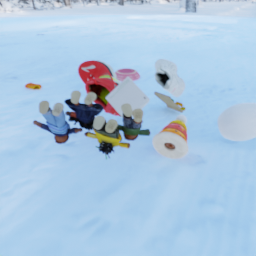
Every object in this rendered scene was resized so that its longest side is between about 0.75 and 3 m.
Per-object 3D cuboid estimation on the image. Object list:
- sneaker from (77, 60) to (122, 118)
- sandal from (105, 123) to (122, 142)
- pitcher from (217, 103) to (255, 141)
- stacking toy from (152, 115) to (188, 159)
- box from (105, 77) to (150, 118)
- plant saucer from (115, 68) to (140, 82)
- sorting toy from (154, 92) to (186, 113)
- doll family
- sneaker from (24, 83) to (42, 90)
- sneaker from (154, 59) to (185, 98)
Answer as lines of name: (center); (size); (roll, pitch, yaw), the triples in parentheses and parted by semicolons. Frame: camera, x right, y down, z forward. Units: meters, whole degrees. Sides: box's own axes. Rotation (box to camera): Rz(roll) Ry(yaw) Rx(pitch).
sneaker: (-0.920, -1.370, 8.729); (1.168, 1.059, 2.750); (3, 34, -46)
sandal: (-0.551, 0.133, 8.493); (0.864, 0.324, 0.195); (43, 6, 4)
pitcher: (3.469, -0.124, 7.616); (1.685, 1.446, 1.022); (-19, 45, 41)
stacking toy: (1.333, 0.097, 7.904); (1.001, 1.001, 1.371); (11, 48, 20)
box: (0.001, -0.736, 7.388); (0.840, 0.844, 0.723); (-43, 0, 4)
plant saucer: (-0.103, -2.810, 14.682); (1.456, 0.369, 1.456); (-1, 27, 0)
sorting toy: (1.672, -0.929, 10.441); (1.368, 1.019, 0.183); (30, 84, 49)
doll family: (-0.775, -0.010, 5.868); (2.406, 1.390, 0.944); (20, 68, 6)
sneaker: (-4.457, -1.929, 13.063); (0.820, 0.299, 0.316); (2, 34, 8)
sneaker: (1.289, -1.937, 9.920); (0.956, 0.750, 1.925); (16, 35, -34)
